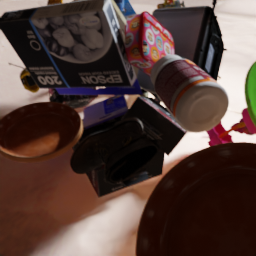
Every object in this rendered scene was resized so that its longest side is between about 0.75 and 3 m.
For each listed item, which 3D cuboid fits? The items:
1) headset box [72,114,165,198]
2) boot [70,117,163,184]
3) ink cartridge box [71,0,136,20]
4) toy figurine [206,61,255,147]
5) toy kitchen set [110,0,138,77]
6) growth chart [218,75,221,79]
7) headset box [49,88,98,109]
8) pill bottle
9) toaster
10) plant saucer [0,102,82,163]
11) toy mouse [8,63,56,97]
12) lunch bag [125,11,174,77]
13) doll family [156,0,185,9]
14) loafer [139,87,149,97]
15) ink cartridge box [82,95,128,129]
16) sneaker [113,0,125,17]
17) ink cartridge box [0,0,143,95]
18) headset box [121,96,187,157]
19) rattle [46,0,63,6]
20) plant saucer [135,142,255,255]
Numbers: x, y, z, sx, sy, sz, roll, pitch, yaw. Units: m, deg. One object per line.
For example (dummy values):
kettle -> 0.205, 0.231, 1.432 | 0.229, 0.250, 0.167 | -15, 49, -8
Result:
headset box -> -0.291, 0.533, 6.602 | 1.633, 0.847, 2.194 | -16, 39, -22
boot -> -0.310, 0.459, 4.492 | 1.677, 0.581, 1.460 | -35, 18, 8
ink cartridge box -> -0.813, -3.603, 9.127 | 1.937, 1.426, 1.401 | -31, 64, 12
toy figurine -> 2.944, -0.230, 6.380 | 2.710, 2.494, 2.034 | -21, 81, -23
toy kitchen set -> -0.749, -2.524, 8.178 | 1.978, 2.425, 2.188 | -29, 35, 18
growth chart -> 2.810, -2.002, 10.821 | 1.351, 0.120, 0.978 | -12, 38, -16
headset box -> -1.546, -0.896, 8.193 | 1.246, 0.481, 0.927 | -12, -9, -36
pill bottle -> 0.912, -0.627, 4.562 | 0.827, 0.827, 1.448 | -8, 35, -12
toaster -> 1.595, -1.800, 7.657 | 1.635, 2.755, 2.491 | 12, -3, 26
plant saucer -> -1.558, 0.058, 4.936 | 1.507, 0.243, 1.507 | 0, 41, 0
toy mouse -> -2.192, -1.642, 8.435 | 1.987, 2.236, 0.433 | -21, 61, -7
lunch bag -> 0.465, -1.722, 5.717 | 0.538, 1.157, 1.313 | -7, -14, 35
doll family -> 1.421, -3.669, 9.041 | 0.969, 0.704, 1.561 | -9, 77, -8
loafer -> 0.541, -1.222, 9.527 | 0.376, 0.339, 0.993 | -2, 35, -3
ink cartridge box -> -0.530, -0.358, 6.562 | 1.106, 0.242, 1.116 | -21, 27, 4
sneaker -> -0.440, -2.949, 7.850 | 0.843, 2.280, 0.938 | -18, 65, -11
ink cartridge box -> -1.115, -1.393, 5.946 | 2.413, 2.436, 0.529 | 3, 54, 23
headset box -> 0.668, -0.091, 6.184 | 1.245, 0.646, 1.673 | 38, 15, 9
rattle -> -1.487, -2.707, 8.402 | 2.315, 1.507, 1.654 | 21, 44, -25
plant saucer -> 1.254, 1.441, 3.340 | 2.619, 0.423, 2.619 | -21, 53, 30
